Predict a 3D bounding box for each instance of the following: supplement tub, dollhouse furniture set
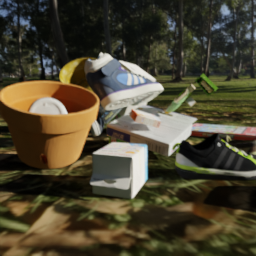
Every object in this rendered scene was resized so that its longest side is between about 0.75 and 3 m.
[{"bbox_3d":[-1.955,-0.235,7.008,0.895,0.895,1.461,-1,-1,-9],"label":"supplement tub"},{"bbox_3d":[2.044,-0.935,9.174,1.839,0.710,0.919,-42,-1,-24],"label":"dollhouse furniture set"}]

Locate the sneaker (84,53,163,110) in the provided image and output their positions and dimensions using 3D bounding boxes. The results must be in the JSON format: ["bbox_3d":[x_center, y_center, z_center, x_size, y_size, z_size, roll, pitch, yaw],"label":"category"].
[{"bbox_3d":[-0.177,-1.801,9.601,2.782,2.037,1.121,-17,-15,-40],"label":"sneaker"}]

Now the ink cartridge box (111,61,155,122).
[{"bbox_3d":[-0.042,-1.434,12.457,1.050,2.499,1.818,3,30,-35],"label":"ink cartridge box"}]

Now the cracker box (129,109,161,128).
[{"bbox_3d":[0.501,-0.281,8.335,0.825,0.238,0.553,14,18,-23],"label":"cracker box"}]

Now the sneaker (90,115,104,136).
[{"bbox_3d":[-1.359,-0.640,11.878,1.029,1.016,2.591,-17,37,-12],"label":"sneaker"}]

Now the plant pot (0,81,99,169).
[{"bbox_3d":[-1.995,-0.060,7.220,2.365,1.656,2.365,7,25,-3],"label":"plant pot"}]

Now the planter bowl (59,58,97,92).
[{"bbox_3d":[-1.672,-1.855,10.827,1.826,0.760,1.826,-3,49,4],"label":"planter bowl"}]

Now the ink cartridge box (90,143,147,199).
[{"bbox_3d":[-0.157,0.818,5.581,0.823,0.802,1.281,3,9,16],"label":"ink cartridge box"}]

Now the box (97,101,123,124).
[{"bbox_3d":[-0.784,-0.867,11.004,0.905,1.148,0.293,43,-3,6],"label":"box"}]

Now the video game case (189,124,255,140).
[{"bbox_3d":[3.991,0.156,11.740,2.964,0.259,2.119,4,10,28],"label":"video game case"}]

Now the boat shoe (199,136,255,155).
[{"bbox_3d":[2.949,0.514,8.374,1.735,0.562,0.635,5,10,29],"label":"boat shoe"}]

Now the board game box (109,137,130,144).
[{"bbox_3d":[0.469,0.328,9.790,2.122,0.505,1.078,1,9,7],"label":"board game box"}]

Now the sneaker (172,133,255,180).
[{"bbox_3d":[2.178,0.614,6.349,2.352,0.974,0.843,-1,9,-8],"label":"sneaker"}]

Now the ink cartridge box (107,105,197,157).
[{"bbox_3d":[0.805,-0.013,8.988,2.157,0.476,2.197,17,29,29],"label":"ink cartridge box"}]
